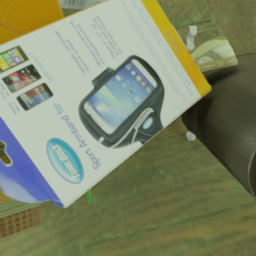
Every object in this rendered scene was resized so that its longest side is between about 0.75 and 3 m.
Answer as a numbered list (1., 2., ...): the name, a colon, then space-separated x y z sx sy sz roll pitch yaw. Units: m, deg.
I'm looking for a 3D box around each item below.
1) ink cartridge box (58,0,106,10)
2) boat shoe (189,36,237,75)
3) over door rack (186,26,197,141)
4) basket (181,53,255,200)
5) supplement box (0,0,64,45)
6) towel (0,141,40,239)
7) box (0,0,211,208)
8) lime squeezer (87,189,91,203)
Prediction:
1. ink cartridge box: -0.881 -2.865 5.426 1.488 0.328 1.516 -12 63 -33
2. boat shoe: 0.969 -0.875 4.649 1.605 0.586 0.505 -28 82 32
3. over door rack: 2.495 -1.061 7.082 2.054 0.926 2.780 0 90 1
4. basket: 2.007 -0.045 4.072 2.149 2.383 1.621 -19 111 9
5. supplement box: -2.505 -1.561 4.821 2.464 2.498 1.659 -22 111 -15
6. towel: -2.174 0.544 3.687 1.938 2.643 0.287 -11 29 -30
7. box: -0.428 -0.454 3.506 2.990 0.620 1.780 -36 96 -26
8. lime squeezer: -0.661 0.794 4.878 0.223 1.182 0.417 -3 111 4
